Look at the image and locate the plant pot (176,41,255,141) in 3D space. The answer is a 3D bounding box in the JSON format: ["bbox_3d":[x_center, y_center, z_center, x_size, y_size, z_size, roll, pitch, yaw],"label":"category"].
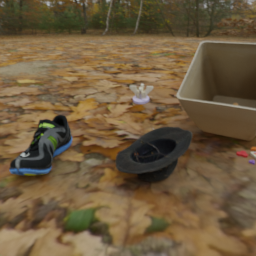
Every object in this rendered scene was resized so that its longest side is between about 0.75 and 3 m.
[{"bbox_3d":[3.198,-0.969,8.688,2.450,2.171,2.453,12,60,28],"label":"plant pot"}]

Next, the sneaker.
[{"bbox_3d":[-2.273,0.390,7.382,0.968,1.131,2.730,3,22,10],"label":"sneaker"}]

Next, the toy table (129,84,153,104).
[{"bbox_3d":[0.598,-1.564,12.730,1.061,0.676,1.154,-1,21,-3],"label":"toy table"}]

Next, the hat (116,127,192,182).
[{"bbox_3d":[0.725,0.774,6.793,2.010,0.811,2.010,-21,19,8],"label":"hat"}]

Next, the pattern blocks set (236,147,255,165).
[{"bbox_3d":[3.805,0.790,7.772,1.257,0.102,1.105,-9,24,-21],"label":"pattern blocks set"}]
